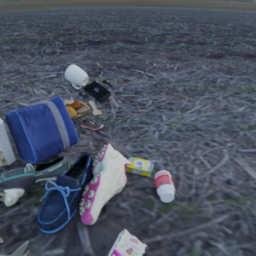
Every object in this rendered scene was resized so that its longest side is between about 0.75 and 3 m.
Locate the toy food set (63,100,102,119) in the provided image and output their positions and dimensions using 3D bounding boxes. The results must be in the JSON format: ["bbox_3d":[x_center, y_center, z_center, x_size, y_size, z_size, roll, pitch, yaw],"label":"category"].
[{"bbox_3d":[-2.940,-1.025,14.121,2.863,0.575,1.976,-11,33,-17],"label":"toy food set"}]

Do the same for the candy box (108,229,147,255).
[{"bbox_3d":[-0.076,3.243,7.034,0.756,0.338,1.109,37,39,2],"label":"candy box"}]

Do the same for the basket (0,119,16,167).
[{"bbox_3d":[-5.834,0.298,10.590,1.785,1.962,2.894,-28,42,-32],"label":"basket"}]

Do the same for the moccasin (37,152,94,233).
[{"bbox_3d":[-2.012,1.863,8.903,1.188,1.007,2.952,8,35,12],"label":"moccasin"}]

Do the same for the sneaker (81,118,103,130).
[{"bbox_3d":[-1.695,-0.214,12.885,1.083,0.444,0.417,6,32,14],"label":"sneaker"}]

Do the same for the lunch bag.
[{"bbox_3d":[-3.194,0.057,10.507,1.931,1.983,2.919,-23,11,-31],"label":"lunch bag"}]

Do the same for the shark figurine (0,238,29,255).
[{"bbox_3d":[-3.703,2.896,7.278,2.270,0.947,1.356,20,31,33],"label":"shark figurine"}]

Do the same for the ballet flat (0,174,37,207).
[{"bbox_3d":[-4.043,2.102,8.690,2.483,0.907,0.907,-8,32,-26],"label":"ballet flat"}]

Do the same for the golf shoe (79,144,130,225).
[{"bbox_3d":[-0.643,1.832,8.983,1.292,1.064,2.824,31,47,-17],"label":"golf shoe"}]

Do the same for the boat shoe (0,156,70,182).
[{"bbox_3d":[-3.281,1.462,9.856,2.416,0.746,0.880,-7,32,-10],"label":"boat shoe"}]

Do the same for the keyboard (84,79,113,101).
[{"bbox_3d":[-1.585,-2.259,16.249,1.410,0.229,2.220,-35,42,-12],"label":"keyboard"}]

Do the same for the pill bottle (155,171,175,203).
[{"bbox_3d":[1.216,1.940,9.255,0.569,0.569,1.014,-1,32,-2],"label":"pill bottle"}]

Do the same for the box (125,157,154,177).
[{"bbox_3d":[0.348,1.419,10.409,1.114,0.269,0.653,8,31,15],"label":"box"}]

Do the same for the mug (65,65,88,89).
[{"bbox_3d":[-2.982,-2.866,16.433,1.150,1.312,0.968,33,42,15],"label":"mug"}]
